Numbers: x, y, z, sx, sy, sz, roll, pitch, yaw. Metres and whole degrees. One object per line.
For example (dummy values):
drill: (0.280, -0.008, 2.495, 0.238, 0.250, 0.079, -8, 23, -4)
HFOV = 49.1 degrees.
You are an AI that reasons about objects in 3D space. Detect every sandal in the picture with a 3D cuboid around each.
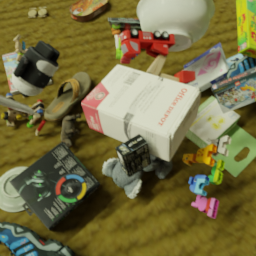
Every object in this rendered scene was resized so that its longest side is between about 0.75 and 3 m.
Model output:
sandal: (-2.465, -1.445, 11.443, 1.153, 0.775, 2.870, 14, 51, 26)

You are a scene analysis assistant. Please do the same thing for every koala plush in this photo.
koala plush: (0.234, 1.202, 9.409, 2.010, 1.847, 1.782, -43, 65, -11)

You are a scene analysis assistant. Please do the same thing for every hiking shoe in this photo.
hiking shoe: (-2.964, 3.602, 8.080, 2.734, 1.017, 1.185, 17, 57, 11)
hiking shoe: (4.217, -2.024, 9.814, 0.973, 0.835, 2.244, 29, 82, 44)

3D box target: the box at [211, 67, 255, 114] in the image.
box: (3.508, -1.160, 8.778, 1.498, 1.023, 0.282, -23, 33, 21)

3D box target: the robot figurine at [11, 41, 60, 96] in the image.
robot figurine: (-2.883, -1.833, 8.737, 1.715, 1.289, 1.070, -53, 40, 12)

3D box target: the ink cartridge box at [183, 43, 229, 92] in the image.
ink cartridge box: (3.167, -2.510, 11.848, 1.928, 0.425, 1.964, -31, 48, 34)

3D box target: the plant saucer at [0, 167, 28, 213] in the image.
plant saucer: (-3.778, 2.011, 9.525, 1.641, 0.412, 1.641, 0, 56, 0)

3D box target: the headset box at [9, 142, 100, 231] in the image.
headset box: (-2.359, 1.901, 8.971, 2.183, 1.012, 1.900, -41, 81, -24)

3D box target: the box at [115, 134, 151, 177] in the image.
box: (0.132, 0.640, 6.385, 0.655, 0.800, 0.345, -30, 47, -14)

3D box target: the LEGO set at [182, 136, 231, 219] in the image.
LEGO set: (1.982, 1.148, 7.647, 0.931, 0.865, 2.268, -7, 57, 50)

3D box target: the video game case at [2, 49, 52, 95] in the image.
video game case: (-4.643, -2.674, 12.784, 1.776, 0.217, 2.484, -19, 58, -12)

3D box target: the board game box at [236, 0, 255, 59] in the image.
board game box: (4.121, -3.310, 9.185, 0.998, 0.468, 1.965, 9, 75, -22)

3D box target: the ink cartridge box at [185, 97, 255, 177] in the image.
ink cartridge box: (3.580, 0.236, 10.604, 1.982, 0.653, 2.724, -37, 62, -22)

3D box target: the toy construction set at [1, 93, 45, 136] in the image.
toy construction set: (-4.043, -0.415, 10.891, 1.797, 1.381, 1.498, 51, 35, 15)

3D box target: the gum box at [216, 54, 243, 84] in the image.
gum box: (5.112, -2.320, 11.733, 2.978, 0.663, 2.530, -25, 36, -17)

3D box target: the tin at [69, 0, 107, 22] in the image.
tin: (-2.117, -6.572, 15.273, 1.327, 0.496, 2.370, 34, 62, 25)

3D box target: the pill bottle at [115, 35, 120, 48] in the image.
pill bottle: (0.069, -4.131, 13.451, 1.308, 0.745, 0.745, -7, 56, -6)

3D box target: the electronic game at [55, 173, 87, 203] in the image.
electronic game: (-1.623, 1.718, 7.964, 0.898, 0.898, 0.187, -19, 18, -13)

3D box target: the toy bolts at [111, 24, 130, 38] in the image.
toy bolts: (-0.357, -4.718, 14.024, 0.983, 0.939, 0.682, -5, 92, -13)

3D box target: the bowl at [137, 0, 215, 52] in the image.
bowl: (1.647, -3.615, 10.068, 2.811, 2.811, 1.263, 4, 80, 3)

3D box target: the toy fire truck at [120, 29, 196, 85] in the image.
toy fire truck: (0.840, -1.945, 7.970, 2.137, 0.521, 1.507, -4, 85, -23)

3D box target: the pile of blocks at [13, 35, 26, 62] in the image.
pile of blocks: (-3.780, -2.731, 9.826, 0.408, 0.309, 0.994, -5, 93, -43)

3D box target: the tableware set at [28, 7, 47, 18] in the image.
tableware set: (-4.891, -6.191, 15.168, 1.006, 0.202, 0.665, -3, 68, 5)

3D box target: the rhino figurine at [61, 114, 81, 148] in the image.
rhino figurine: (-2.257, 0.187, 10.655, 0.720, 0.492, 1.646, -16, 52, 27)

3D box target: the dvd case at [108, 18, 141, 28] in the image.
dvd case: (-0.036, -5.220, 13.983, 1.803, 1.316, 0.198, 4, 98, 1)

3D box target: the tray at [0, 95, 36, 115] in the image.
tray: (-3.664, -0.790, 8.143, 1.054, 1.963, 0.218, 13, 84, 25)

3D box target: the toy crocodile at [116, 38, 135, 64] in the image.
toy crocodile: (-0.048, -2.687, 10.082, 0.728, 2.156, 0.666, 4, 83, -6)

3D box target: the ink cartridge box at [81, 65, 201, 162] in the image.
ink cartridge box: (0.366, -0.470, 7.142, 2.446, 1.037, 1.781, 21, 55, 25)
